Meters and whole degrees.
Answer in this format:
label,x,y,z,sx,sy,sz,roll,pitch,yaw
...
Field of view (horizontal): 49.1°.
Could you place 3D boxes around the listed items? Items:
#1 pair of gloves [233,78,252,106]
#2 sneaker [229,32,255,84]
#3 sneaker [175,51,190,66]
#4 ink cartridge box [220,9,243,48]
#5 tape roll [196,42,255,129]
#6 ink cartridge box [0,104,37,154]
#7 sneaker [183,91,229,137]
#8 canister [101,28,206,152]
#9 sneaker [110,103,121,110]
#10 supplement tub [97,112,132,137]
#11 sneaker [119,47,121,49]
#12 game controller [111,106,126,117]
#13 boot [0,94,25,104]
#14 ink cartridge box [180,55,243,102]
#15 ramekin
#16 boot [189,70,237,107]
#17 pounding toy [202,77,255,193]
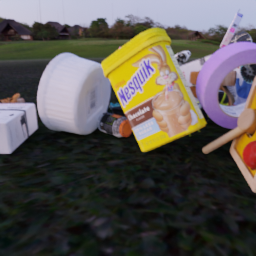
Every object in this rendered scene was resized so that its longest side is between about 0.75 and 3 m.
label,x,y,z,sx,sy,sz,roll,pitch,yaw
pair of gloves,4.069,-1.094,8.826,0.190,1.342,1.669,8,17,-42
sneaker,3.681,-2.117,8.723,0.692,1.782,0.769,-19,-20,35
sneaker,2.294,-3.166,13.353,1.642,0.608,0.727,-17,17,48
ink cartridge box,4.587,-4.341,12.339,0.335,0.952,1.595,25,66,7
tape roll,3.112,-1.130,7.762,2.300,2.300,0.754,-1,30,-4
ink cartridge box,-4.351,-0.064,9.416,1.779,1.036,2.460,0,18,1
sneaker,2.312,-0.425,9.131,2.089,0.788,0.798,-35,7,16
canister,0.713,-0.993,8.124,2.178,2.933,1.269,-27,-5,35
sneaker,-0.490,-1.021,13.512,0.853,0.340,0.331,6,19,14
supplement tub,-0.458,-0.097,10.003,1.222,0.749,0.749,18,25,42
sneaker,-0.092,-2.842,12.221,0.672,0.723,1.674,-1,-16,16
game controller,0.822,-0.583,11.346,2.965,0.624,1.547,9,3,28
boot,-6.039,-1.383,14.352,1.095,0.522,1.416,-14,22,-33
ink cartridge box,3.670,-1.918,11.847,2.887,2.119,1.196,-15,-3,26
ramekin,-1.758,-1.121,10.002,1.384,2.840,2.840,15,22,19
boot,3.212,-1.168,10.855,1.742,2.252,0.830,6,14,27
pounding toy,3.314,0.183,6.815,1.989,2.576,2.798,12,19,2
